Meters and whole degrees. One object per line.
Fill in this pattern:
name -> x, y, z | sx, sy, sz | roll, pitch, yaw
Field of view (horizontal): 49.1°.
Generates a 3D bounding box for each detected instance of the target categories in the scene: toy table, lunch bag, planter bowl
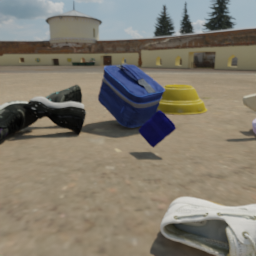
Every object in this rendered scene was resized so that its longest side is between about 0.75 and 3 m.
toy table -> 4.472, -0.508, 8.157 | 2.077, 1.323, 2.259 | -17, 14, -12
lunch bag -> 0.048, -1.270, 9.495 | 1.528, 1.488, 2.249 | -15, 47, -39
planter bowl -> 2.254, -1.382, 12.738 | 2.666, 1.110, 2.666 | -1, 14, 0

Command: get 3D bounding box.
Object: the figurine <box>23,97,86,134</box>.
figurine -> -2.340, -0.566, 9.017 | 1.789, 0.790, 1.834 | 16, 9, -15

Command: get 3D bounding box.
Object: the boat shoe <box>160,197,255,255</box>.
boat shoe -> 1.252, 1.240, 3.147 | 1.853, 0.656, 0.642 | -3, 11, 30

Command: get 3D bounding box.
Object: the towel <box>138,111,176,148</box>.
towel -> 0.696, 0.028, 6.770 | 0.817, 0.603, 0.202 | -44, -8, 30

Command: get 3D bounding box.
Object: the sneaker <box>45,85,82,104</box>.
sneaker -> -2.946, -1.369, 12.747 | 1.147, 1.091, 2.895 | 1, 13, 11

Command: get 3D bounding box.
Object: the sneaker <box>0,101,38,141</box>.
sneaker -> -3.610, 0.009, 7.932 | 1.197, 1.035, 2.734 | 30, 33, 35
